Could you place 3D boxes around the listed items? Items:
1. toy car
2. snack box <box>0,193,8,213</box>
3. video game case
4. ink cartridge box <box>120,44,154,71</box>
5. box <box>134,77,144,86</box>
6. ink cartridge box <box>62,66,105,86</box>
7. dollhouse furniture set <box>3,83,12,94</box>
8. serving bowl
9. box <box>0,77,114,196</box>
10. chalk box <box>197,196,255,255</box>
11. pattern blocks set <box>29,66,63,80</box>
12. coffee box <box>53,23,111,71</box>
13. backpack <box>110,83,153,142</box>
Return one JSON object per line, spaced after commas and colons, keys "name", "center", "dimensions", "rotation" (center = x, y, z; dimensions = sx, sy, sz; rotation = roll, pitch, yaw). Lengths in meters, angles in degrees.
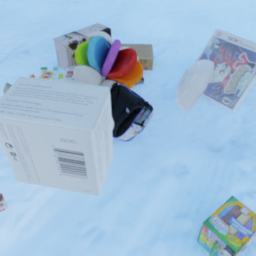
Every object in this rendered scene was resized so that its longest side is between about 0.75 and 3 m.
{"name": "toy car", "center": [-0.668, -2.595, 11.158], "dimensions": [2.821, 2.115, 2.469], "rotation": [27, 68, -20]}
{"name": "snack box", "center": [-4.344, 2.487, 8.138], "dimensions": [1.531, 0.186, 0.551], "rotation": [-25, 48, -24]}
{"name": "video game case", "center": [4.165, -2.545, 12.025], "dimensions": [2.676, 0.338, 2.937], "rotation": [35, 96, 30]}
{"name": "ink cartridge box", "center": [0.292, -3.622, 14.285], "dimensions": [1.942, 0.729, 1.599], "rotation": [1, 42, 1]}
{"name": "box", "center": [0.019, -2.393, 13.297], "dimensions": [1.126, 0.280, 1.117], "rotation": [-19, 47, -19]}
{"name": "ink cartridge box", "center": [-1.865, -2.092, 12.580], "dimensions": [1.912, 0.802, 1.679], "rotation": [-1, 39, -2]}
{"name": "dollhouse furniture set", "center": [-4.027, -0.820, 11.401], "dimensions": [1.801, 1.379, 2.749], "rotation": [1, 21, -30]}
{"name": "serving bowl", "center": [2.505, -1.796, 11.184], "dimensions": [0.719, 2.186, 2.186], "rotation": [27, 45, -5]}
{"name": "box", "center": [-2.065, 0.275, 8.507], "dimensions": [2.914, 2.899, 1.905], "rotation": [8, 44, 8]}
{"name": "chalk box", "center": [2.497, 2.774, 7.220], "dimensions": [1.647, 1.025, 1.019], "rotation": [-27, 49, -28]}
{"name": "pattern blocks set", "center": [-3.937, -2.470, 13.485], "dimensions": [1.590, 0.147, 1.808], "rotation": [-8, 43, -9]}
{"name": "coffee box", "center": [-2.199, -4.054, 14.141], "dimensions": [2.759, 1.560, 1.101], "rotation": [-33, 52, -30]}
{"name": "backpack", "center": [-0.131, -0.444, 10.234], "dimensions": [1.793, 1.450, 1.883], "rotation": [-52, 50, 3]}
